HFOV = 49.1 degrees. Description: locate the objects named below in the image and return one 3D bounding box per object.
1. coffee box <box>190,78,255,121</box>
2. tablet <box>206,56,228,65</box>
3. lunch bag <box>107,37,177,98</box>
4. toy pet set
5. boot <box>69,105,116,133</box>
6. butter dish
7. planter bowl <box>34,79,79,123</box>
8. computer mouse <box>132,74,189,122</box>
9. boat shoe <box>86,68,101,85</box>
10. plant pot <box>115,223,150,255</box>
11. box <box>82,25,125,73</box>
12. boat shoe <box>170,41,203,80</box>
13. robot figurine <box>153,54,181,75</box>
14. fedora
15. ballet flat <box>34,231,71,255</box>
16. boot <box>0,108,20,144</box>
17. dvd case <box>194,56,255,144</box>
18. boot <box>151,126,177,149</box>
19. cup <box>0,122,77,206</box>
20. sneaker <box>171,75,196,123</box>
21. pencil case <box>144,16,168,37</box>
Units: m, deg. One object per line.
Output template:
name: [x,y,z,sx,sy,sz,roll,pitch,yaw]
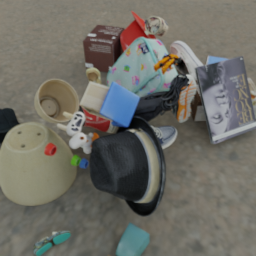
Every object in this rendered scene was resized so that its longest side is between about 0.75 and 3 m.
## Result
coffee box: [3.854,-1.159,11.422,2.599,1.036,1.486,-3,44,-3]
tablet: [4.926,-3.218,14.263,1.810,0.124,1.178,13,45,12]
lunch bag: [0.444,-1.795,10.416,1.083,2.810,2.254,-2,65,-40]
toy pet set: [-0.747,0.105,8.229,1.450,2.731,2.550,20,81,17]
boot: [-1.556,-0.844,10.352,1.810,0.908,2.508,8,33,-24]
butter dish: [0.501,-3.603,13.348,2.001,2.707,2.700,-32,49,12]
planter bowl: [-2.173,-0.679,8.145,0.842,1.251,1.251,-21,21,49]
computer mouse: [0.561,-0.710,8.821,0.733,2.780,1.925,47,40,-10]
boat shoe: [-1.127,-1.593,9.662,0.462,1.249,0.414,-15,66,4]
plant pot: [0.084,3.088,7.301,0.611,0.611,0.864,24,56,23]
box: [-1.122,-3.955,13.996,1.574,1.558,1.898,12,45,12]
boat shoe: [2.625,-3.162,13.491,0.935,1.024,2.845,-19,57,-13]
robot figurine: [1.240,-2.022,8.776,0.887,0.258,0.643,-38,50,-24]
fedora: [-0.254,1.043,7.661,1.363,2.985,2.985,0,41,-25]
ballet flat: [-2.068,3.013,7.551,1.025,0.381,0.381,-23,48,-26]
boot: [-4.914,-0.077,10.568,1.615,0.617,1.357,-22,51,-31]
dvd case: [3.565,-1.023,10.072,2.059,2.770,0.221,-17,8,-19]
boot: [0.887,0.302,9.785,2.213,0.999,0.805,-27,58,-24]
cup: [-2.959,0.883,8.748,2.474,1.769,2.474,0,44,0]
sneaker: [1.862,-1.063,9.909,0.716,1.828,0.706,-16,42,-26]
pencil case: [1.163,-4.107,11.416,0.757,0.659,1.693,-29,4,23]
